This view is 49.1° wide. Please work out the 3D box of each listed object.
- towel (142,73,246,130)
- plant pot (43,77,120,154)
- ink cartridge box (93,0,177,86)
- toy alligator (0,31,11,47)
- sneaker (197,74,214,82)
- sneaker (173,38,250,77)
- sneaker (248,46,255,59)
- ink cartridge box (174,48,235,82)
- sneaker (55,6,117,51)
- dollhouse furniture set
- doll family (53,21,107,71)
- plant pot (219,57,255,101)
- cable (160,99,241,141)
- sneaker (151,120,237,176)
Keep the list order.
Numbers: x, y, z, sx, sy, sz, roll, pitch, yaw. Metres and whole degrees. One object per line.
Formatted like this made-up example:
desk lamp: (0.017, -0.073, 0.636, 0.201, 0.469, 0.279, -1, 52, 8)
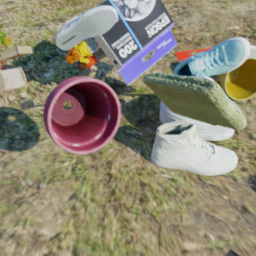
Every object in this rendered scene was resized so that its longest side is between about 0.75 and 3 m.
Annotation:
towel: (1.572, -0.726, 7.040, 2.475, 1.836, 0.452, 22, 78, 53)
plant pot: (-1.350, -0.417, 7.162, 1.826, 1.826, 1.635, -24, 24, -23)
ink cartridge box: (0.286, -3.445, 9.904, 2.802, 2.828, 0.614, -43, 20, -16)
toy alligator: (-3.395, -2.134, 6.823, 0.493, 0.357, 1.487, 25, 34, 7)
sneaker: (2.205, -1.129, 7.920, 0.579, 1.514, 0.611, -47, 74, 6)
sneaker: (2.546, -2.022, 8.991, 1.081, 2.639, 0.976, -28, 95, -35)
sneaker: (5.924, -3.837, 14.140, 2.104, 0.804, 0.847, 7, 29, -10)
ink cartridge box: (3.854, -3.342, 13.680, 2.436, 0.855, 2.998, -9, 49, -9)
sneaker: (-1.335, -3.203, 8.584, 2.237, 0.817, 0.792, -17, 52, 24)
dollhouse furniture set: (-3.490, -1.517, 8.899, 0.854, 1.929, 1.000, -7, 12, 29)
doll family: (-1.847, -3.156, 10.109, 1.487, 1.079, 2.396, -30, 77, 7)
plant pot: (4.642, -2.219, 11.974, 1.794, 1.794, 1.273, -9, 26, -9)
cable: (2.556, -0.550, 10.201, 2.860, 0.990, 2.860, -1, 32, -16)
sneaker: (2.218, 0.606, 8.950, 2.846, 1.644, 1.048, 3, 44, 2)
